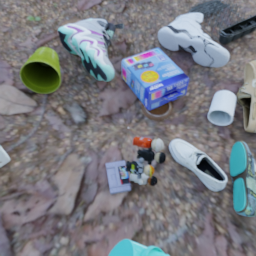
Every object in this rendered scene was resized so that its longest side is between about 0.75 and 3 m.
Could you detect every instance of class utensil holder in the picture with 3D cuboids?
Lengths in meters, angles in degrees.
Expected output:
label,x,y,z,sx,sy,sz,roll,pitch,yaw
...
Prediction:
label,x,y,z,sx,sy,sz,roll,pitch,yaw
utensil holder,2.827,-0.596,8.390,0.712,0.712,0.838,19,57,11

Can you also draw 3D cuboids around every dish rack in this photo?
label,x,y,z,sx,sy,sz,roll,pitch,yaw
dish rack,3.597,-4.273,10.728,1.880,0.669,2.452,-26,61,-17

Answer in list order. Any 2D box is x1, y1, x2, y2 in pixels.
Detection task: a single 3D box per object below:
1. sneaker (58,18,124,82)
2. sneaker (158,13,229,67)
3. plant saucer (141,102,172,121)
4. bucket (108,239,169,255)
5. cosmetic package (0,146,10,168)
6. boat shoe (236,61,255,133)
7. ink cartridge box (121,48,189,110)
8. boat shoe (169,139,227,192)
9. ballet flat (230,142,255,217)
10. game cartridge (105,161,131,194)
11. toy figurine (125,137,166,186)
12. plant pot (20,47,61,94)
label,x,y,z,sx,sy,sz,roll,pitch,yaw
sneaker,-0.857,-2.961,9.607,2.055,1.142,2.937,-34,64,-18
sneaker,2.498,-3.190,9.834,2.635,0.990,1.514,29,65,21
plant saucer,0.906,-0.658,8.736,0.978,0.168,0.978,0,57,0
bucket,0.171,3.076,5.238,1.181,1.815,1.815,31,59,-11
cosmetic package,-4.821,0.221,7.025,2.106,2.093,2.516,-39,66,-22
boat shoe,3.786,-1.030,8.524,0.831,0.917,2.574,3,59,1
ink cartridge box,0.888,-1.468,8.743,1.423,0.796,2.086,-24,56,-16
boat shoe,1.849,0.895,7.479,0.665,0.607,1.849,-31,62,-19
ballet flat,3.064,1.327,7.277,0.747,0.747,2.011,10,60,6
game cartridge,-0.266,1.309,7.495,0.562,0.166,0.867,-11,58,-4
toy figurine,0.484,0.878,7.176,0.794,1.142,1.124,9,58,16
plant pot,-2.729,-1.957,9.053,1.236,1.236,1.191,-2,46,-1
